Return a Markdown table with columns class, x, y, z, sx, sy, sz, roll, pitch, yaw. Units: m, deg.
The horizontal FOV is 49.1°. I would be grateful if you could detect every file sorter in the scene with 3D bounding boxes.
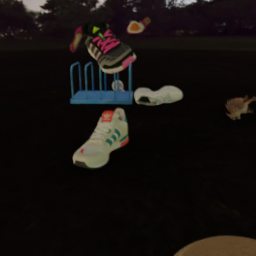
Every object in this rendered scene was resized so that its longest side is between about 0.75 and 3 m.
| class | x | y | z | sx | sy | sz | roll | pitch | yaw |
| --- | --- | --- | --- | --- | --- | --- | --- | --- | --- |
| file sorter | -1.234 | -2.252 | 13.720 | 2.895 | 1.776 | 2.009 | 0 | 19 | 2 |

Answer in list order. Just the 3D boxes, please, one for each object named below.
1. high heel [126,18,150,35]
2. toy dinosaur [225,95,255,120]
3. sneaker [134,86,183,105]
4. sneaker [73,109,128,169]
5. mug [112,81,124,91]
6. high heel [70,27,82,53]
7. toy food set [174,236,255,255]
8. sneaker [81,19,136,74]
| class | x | y | z | sx | sy | sz | roll | pitch | yaw |
| --- | --- | --- | --- | --- | --- | --- | --- | --- | --- |
| high heel | 0.269 | -4.006 | 11.384 | 0.750 | 0.526 | 1.563 | -28 | 18 | 48 |
| toy dinosaur | 4.489 | -0.921 | 11.633 | 1.207 | 0.764 | 1.781 | -6 | 14 | 4 |
| sneaker | 1.384 | -1.358 | 12.938 | 2.268 | 0.845 | 0.988 | -5 | 29 | 9 |
| sneaker | -0.732 | 0.175 | 7.816 | 0.904 | 1.200 | 2.567 | 9 | 21 | 23 |
| mug | -0.473 | -2.131 | 15.165 | 0.779 | 0.575 | 0.683 | 38 | -6 | 9 |
| high heel | -1.985 | -3.470 | 11.056 | 0.348 | 1.031 | 0.496 | 13 | 35 | -31 |
| toy food set | 1.500 | 2.141 | 3.339 | 2.270 | 0.552 | 2.247 | 0 | 20 | 0 |
| sneaker | -0.581 | -1.983 | 6.539 | 0.781 | 0.926 | 2.116 | -35 | 41 | -5 |
